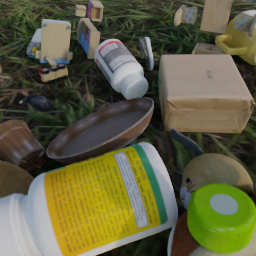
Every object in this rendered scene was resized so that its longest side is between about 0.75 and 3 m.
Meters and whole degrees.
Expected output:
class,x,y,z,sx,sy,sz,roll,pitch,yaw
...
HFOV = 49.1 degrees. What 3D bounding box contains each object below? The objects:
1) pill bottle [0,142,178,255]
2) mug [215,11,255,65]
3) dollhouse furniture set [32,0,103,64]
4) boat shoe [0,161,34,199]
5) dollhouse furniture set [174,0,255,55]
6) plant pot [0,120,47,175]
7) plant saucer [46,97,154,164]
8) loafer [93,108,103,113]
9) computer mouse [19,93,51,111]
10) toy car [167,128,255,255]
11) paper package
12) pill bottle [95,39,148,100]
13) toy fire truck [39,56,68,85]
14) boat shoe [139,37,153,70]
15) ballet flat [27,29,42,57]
class,x,y,z,sx,sy,sz,roll,pitch,yaw
pill bottle,-0.730,1.395,4.943,2.856,1.611,1.611,-17,44,-8
mug,4.513,-3.115,10.484,2.009,1.609,1.649,-32,51,13
dollhouse furniture set,-2.382,-3.746,10.437,2.346,2.215,1.531,-6,40,-24
boat shoe,-2.919,1.171,5.926,2.299,0.795,0.848,26,42,-2
dollhouse furniture set,2.839,-3.331,9.472,2.624,2.856,1.859,16,44,17
plant pot,-2.519,0.517,6.576,1.040,1.050,1.050,37,53,24
plant saucer,-0.595,0.079,6.614,2.726,0.437,2.726,-23,18,8
loafer,-0.563,-0.394,8.100,0.930,0.340,0.330,13,33,6
computer mouse,-2.803,-0.833,8.600,0.998,0.263,0.691,22,45,24
toy car,1.353,1.241,4.867,2.251,2.344,2.853,-13,33,-15
paper package,2.048,-1.053,8.114,2.275,1.235,2.387,1,42,1
pill bottle,-0.198,-1.840,8.958,1.113,1.113,2.010,-19,56,-20
toy fire truck,-2.713,-2.055,9.788,0.902,0.659,1.025,-24,35,-24
boat shoe,0.614,-2.627,9.995,0.417,1.175,0.424,-13,5,-12
ballet flat,-3.415,-3.778,11.542,0.860,0.860,2.392,15,44,16
